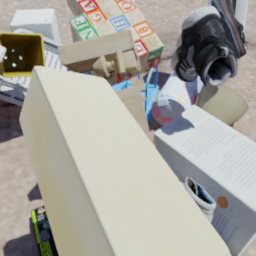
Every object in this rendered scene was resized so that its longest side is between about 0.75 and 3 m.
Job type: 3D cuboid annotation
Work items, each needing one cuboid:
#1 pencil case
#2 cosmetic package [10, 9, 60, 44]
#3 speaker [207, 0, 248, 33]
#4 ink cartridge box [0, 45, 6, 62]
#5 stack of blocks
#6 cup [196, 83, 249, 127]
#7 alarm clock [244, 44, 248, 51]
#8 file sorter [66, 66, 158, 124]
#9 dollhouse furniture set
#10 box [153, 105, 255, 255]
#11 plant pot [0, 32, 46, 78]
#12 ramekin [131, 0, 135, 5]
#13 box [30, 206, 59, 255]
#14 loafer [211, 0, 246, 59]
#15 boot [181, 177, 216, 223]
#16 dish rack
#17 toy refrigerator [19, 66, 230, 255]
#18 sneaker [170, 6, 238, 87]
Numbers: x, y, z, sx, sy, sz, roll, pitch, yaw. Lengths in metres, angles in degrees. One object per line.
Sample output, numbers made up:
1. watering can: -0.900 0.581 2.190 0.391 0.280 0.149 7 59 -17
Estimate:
1. pencil case: 1.778 -1.334 9.210 1.230 1.342 2.958 9 47 25
2. cosmetic package: -3.319 -3.306 10.365 1.398 1.670 1.389 -4 43 -5
3. speaker: 2.929 -3.938 8.169 1.181 2.908 1.181 -5 37 4
4. ink cartridge box: -3.816 -1.412 6.314 1.303 1.766 0.756 29 39 -32
5. stack of blocks: -0.562 -2.383 6.537 1.538 0.782 2.671 -26 73 -14
6. cup: 2.666 -0.504 8.531 1.536 1.536 1.099 32 81 27
7. alarm clock: 3.530 -3.332 11.453 2.660 0.886 1.794 5 46 7
8. file sorter: -0.433 -1.532 9.226 2.695 1.653 1.870 12 48 10
9. dollhouse furniture set: -0.242 -0.189 4.628 1.165 2.035 2.387 -11 88 7
10. box: 1.953 1.170 6.370 1.436 2.057 2.701 -33 55 -27
11. plant pot: -2.901 -1.865 7.341 1.081 1.074 1.105 -10 14 -34
12. ramekin: -0.702 -4.560 9.145 1.137 2.441 2.441 -10 44 19
13. box: -1.090 2.159 6.158 1.830 0.450 1.895 -21 29 -17
14. loafer: 2.743 -2.690 7.299 0.586 0.668 1.859 -19 71 7
15. boot: 1.003 1.179 5.170 0.555 0.722 1.510 -3 29 -34
16. dish rack: -3.041 -1.776 9.320 2.277 0.578 2.653 19 68 -19
17. toy refrigerator: -0.314 0.433 2.770 0.946 0.872 2.491 3 38 -36
18. sneaker: 1.461 -1.229 5.590 0.805 2.133 1.214 -18 69 -5
